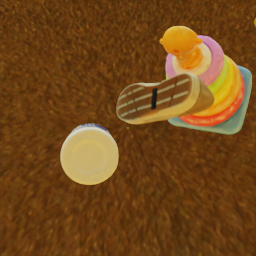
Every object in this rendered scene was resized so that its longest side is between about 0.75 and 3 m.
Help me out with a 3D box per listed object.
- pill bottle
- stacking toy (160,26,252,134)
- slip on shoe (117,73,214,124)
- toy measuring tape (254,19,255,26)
[{"bbox_3d":[-0.529,0.295,3.887,0.694,1.249,0.694,-1,94,-8],"label":"pill bottle"},{"bbox_3d":[1.196,-0.985,4.956,1.622,2.795,1.534,10,81,29],"label":"stacking toy"},{"bbox_3d":[0.434,-0.359,3.894,0.491,1.622,0.616,16,73,-34],"label":"slip on shoe"},{"bbox_3d":[3.191,-1.766,5.386,1.778,0.654,0.654,17,69,-9],"label":"toy measuring tape"}]
